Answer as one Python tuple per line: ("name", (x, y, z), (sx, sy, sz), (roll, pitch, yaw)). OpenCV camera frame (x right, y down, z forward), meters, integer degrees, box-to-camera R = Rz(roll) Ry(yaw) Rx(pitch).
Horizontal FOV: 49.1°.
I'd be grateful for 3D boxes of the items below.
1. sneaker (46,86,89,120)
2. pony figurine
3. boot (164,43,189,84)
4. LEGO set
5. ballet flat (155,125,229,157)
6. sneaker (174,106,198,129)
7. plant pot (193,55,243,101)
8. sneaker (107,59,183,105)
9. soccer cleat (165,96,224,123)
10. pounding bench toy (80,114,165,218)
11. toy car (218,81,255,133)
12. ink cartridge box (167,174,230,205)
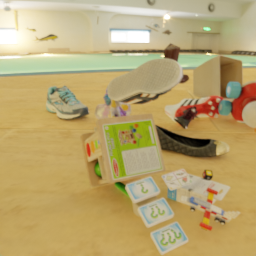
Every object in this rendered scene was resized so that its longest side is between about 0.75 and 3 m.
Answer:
("sneaker", (-2.827, -1.176, 12.406), (2.904, 1.254, 1.127), (18, 26, 42))
("pony figurine", (-0.490, -0.749, 10.919), (1.524, 1.766, 1.830), (-4, 40, -12))
("boot", (1.791, -2.342, 10.182), (1.357, 1.456, 0.468), (-20, 32, -35))
("LEGO set", (1.117, 1.356, 5.419), (1.932, 0.474, 1.443), (-12, 50, -26))
("ballet flat", (1.822, 0.422, 8.629), (2.470, 0.702, 0.821), (8, 21, 22))
("sneaker", (2.147, -0.451, 10.167), (0.570, 0.870, 1.507), (41, 9, 6))
("plant pot", (4.610, -2.427, 14.746), (2.131, 2.133, 1.888), (-1, -1, -38))
("sneaker", (0.674, -1.433, 9.016), (2.780, 1.090, 1.104), (-8, -13, 41))
("soccer cleat", (2.928, -0.884, 12.015), (2.952, 1.013, 1.257), (-16, 30, -28))
("pounding bench toy", (-0.148, 0.945, 6.458), (1.304, 2.099, 1.637), (-8, -11, -26))
("toy car", (4.769, -0.541, 10.737), (1.937, 1.858, 2.101), (6, 47, -1))
("ink cartridge box", (1.550, 1.425, 6.193), (1.190, 0.397, 0.689), (13, 23, 34))
